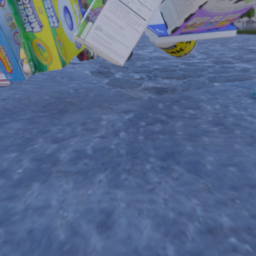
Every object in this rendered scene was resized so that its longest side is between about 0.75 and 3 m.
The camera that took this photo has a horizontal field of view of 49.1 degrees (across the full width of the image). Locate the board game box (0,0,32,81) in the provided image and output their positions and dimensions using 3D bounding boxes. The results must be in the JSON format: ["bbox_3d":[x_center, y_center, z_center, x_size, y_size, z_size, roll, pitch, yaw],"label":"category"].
[{"bbox_3d":[-3.645,-3.519,9.483,0.795,2.784,2.843,2,41,17],"label":"board game box"}]

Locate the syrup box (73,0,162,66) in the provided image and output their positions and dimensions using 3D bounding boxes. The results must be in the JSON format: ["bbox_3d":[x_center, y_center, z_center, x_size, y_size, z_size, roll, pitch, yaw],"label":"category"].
[{"bbox_3d":[0.047,-2.236,4.637,0.921,2.262,0.891,29,7,-20],"label":"syrup box"}]

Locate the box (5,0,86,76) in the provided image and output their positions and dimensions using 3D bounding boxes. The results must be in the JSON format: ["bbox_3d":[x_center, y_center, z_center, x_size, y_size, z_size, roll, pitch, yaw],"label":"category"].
[{"bbox_3d":[-1.489,-2.105,5.597,0.621,1.505,2.566,-6,28,13],"label":"box"}]

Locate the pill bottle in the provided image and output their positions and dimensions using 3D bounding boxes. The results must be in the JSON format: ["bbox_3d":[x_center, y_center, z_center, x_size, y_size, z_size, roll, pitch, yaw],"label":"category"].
[{"bbox_3d":[1.708,-3.805,11.138,1.532,1.532,2.681,13,6,28],"label":"pill bottle"}]

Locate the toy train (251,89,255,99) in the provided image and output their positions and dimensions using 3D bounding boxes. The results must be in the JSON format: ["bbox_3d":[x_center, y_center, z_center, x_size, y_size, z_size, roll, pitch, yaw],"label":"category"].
[{"bbox_3d":[5.576,-1.322,11.089,0.685,0.501,1.183,-27,33,-29],"label":"toy train"}]

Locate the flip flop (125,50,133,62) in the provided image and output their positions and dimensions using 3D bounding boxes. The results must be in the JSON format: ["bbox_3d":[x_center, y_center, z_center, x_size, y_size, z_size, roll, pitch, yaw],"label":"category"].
[{"bbox_3d":[-0.445,-2.689,8.546,0.898,0.638,2.215,25,38,-39],"label":"flip flop"}]

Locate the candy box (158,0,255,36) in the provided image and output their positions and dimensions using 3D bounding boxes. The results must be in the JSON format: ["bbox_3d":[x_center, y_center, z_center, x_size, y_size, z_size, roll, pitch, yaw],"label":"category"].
[{"bbox_3d":[1.903,-2.726,5.430,1.749,0.746,2.085,-17,-6,-29],"label":"candy box"}]

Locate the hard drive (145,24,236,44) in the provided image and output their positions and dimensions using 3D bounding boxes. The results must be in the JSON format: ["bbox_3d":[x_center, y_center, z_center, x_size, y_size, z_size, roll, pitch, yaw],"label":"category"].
[{"bbox_3d":[1.848,-3.006,8.657,2.363,0.300,1.559,-8,31,-8],"label":"hard drive"}]

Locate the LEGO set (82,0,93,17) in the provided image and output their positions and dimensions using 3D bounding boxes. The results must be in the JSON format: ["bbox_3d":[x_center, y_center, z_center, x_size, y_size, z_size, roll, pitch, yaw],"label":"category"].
[{"bbox_3d":[-1.229,-3.979,9.610,2.287,0.872,0.939,15,38,-6],"label":"LEGO set"}]

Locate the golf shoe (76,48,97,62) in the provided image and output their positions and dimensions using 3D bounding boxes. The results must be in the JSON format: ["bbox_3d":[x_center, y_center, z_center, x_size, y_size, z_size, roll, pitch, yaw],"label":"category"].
[{"bbox_3d":[-1.952,-3.227,11.489,0.778,0.614,1.690,-16,50,-41],"label":"golf shoe"}]

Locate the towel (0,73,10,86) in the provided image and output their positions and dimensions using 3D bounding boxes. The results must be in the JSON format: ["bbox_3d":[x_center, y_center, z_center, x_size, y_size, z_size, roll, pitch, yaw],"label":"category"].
[{"bbox_3d":[-6.770,-2.351,13.821,1.662,0.262,2.307,-8,26,-24],"label":"towel"}]

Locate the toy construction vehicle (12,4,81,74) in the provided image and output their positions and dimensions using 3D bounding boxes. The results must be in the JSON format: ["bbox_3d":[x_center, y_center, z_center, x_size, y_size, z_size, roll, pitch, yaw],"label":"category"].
[{"bbox_3d":[-2.505,-2.904,8.037,2.180,2.504,0.882,2,-3,26],"label":"toy construction vehicle"}]
